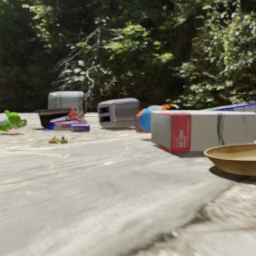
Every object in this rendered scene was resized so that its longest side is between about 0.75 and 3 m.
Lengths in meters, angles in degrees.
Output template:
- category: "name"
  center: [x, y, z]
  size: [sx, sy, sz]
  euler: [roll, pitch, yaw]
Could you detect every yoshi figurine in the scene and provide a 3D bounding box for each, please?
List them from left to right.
- category: "yoshi figurine"
  center: [-4.873, -0.259, 11.235]
  size: [1.552, 0.872, 0.869]
  euler: [-7, 3, 7]

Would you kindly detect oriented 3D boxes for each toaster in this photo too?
- category: "toaster"
  center: [-0.468, -0.714, 14.285]
  size: [1.662, 1.462, 2.573]
  euler: [-7, 4, -30]

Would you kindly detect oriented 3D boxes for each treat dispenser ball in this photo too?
- category: "treat dispenser ball"
  center: [0.677, -0.265, 9.508]
  size: [0.764, 0.764, 0.764]
  euler: [0, 4, 0]

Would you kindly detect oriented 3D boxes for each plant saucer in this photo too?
- category: "plant saucer"
  center: [2.183, 0.526, 4.770]
  size: [1.719, 0.304, 1.719]
  euler: [-4, 4, 0]

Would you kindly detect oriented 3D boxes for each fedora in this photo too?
- category: "fedora"
  center: [-3.720, -0.484, 14.231]
  size: [2.148, 0.981, 2.148]
  euler: [-5, 5, 0]

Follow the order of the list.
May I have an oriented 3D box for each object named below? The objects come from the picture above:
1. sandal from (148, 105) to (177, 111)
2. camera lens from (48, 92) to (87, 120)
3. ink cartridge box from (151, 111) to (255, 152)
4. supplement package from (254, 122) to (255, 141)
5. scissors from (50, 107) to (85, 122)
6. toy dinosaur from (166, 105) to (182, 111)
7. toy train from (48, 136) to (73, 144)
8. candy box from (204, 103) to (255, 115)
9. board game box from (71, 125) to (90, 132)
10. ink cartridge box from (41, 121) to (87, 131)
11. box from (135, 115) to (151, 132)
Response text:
- category: "sandal"
  center: [1.912, -0.607, 15.088]
  size: [0.860, 1.150, 3.001]
  euler: [46, -14, -25]
- category: "camera lens"
  center: [-4.829, -1.763, 22.665]
  size: [2.846, 2.276, 2.276]
  euler: [-1, 4, -4]
- category: "ink cartridge box"
  center: [1.913, 0.034, 7.470]
  size: [2.282, 0.945, 1.672]
  euler: [0, 4, -12]
- category: "supplement package"
  center: [4.674, -0.015, 8.930]
  size: [1.116, 0.847, 0.840]
  euler: [2, 5, 28]
- category: "scissors"
  center: [-2.690, -0.409, 12.829]
  size: [0.155, 0.812, 2.221]
  euler: [-39, 5, 28]
- category: "toy dinosaur"
  center: [2.014, -0.219, 10.511]
  size: [1.300, 0.979, 1.916]
  euler: [27, -44, -32]
- category: "toy train"
  center: [-2.072, 0.342, 8.472]
  size: [0.777, 0.216, 0.584]
  euler: [1, 5, 20]
- category: "candy box"
  center: [4.632, -0.553, 13.057]
  size: [2.358, 0.908, 1.994]
  euler: [-8, 1, -19]
- category: "board game box"
  center: [-2.099, 0.005, 12.453]
  size: [0.780, 0.260, 1.161]
  euler: [0, 3, -5]
- category: "ink cartridge box"
  center: [-3.053, -0.113, 13.389]
  size: [2.021, 0.375, 0.957]
  euler: [-8, 9, -33]
- category: "box"
  center: [1.093, -0.199, 12.183]
  size: [1.521, 0.726, 0.758]
  euler: [1, 4, 9]
